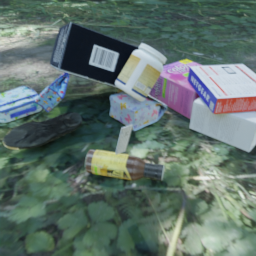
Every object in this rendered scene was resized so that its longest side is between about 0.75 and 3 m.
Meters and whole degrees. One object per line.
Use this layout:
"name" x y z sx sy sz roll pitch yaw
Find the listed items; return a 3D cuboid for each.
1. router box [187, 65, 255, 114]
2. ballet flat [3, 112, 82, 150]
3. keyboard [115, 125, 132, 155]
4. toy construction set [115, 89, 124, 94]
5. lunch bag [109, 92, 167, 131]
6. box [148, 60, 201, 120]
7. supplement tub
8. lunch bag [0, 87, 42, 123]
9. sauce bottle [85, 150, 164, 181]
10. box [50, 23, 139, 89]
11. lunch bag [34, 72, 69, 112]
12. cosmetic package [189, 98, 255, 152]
"router box" 3.764 -1.533 10.398 2.336 0.636 2.602 -4 36 -9
"ballet flat" -2.928 0.174 9.942 2.859 0.812 0.950 -19 76 -29
"keyboard" -0.104 0.291 6.562 0.286 1.017 0.054 -15 55 -24
"toy construction set" -0.258 -1.711 12.832 0.718 0.661 0.860 15 -10 0
"lunch bag" 0.407 -0.878 11.256 1.854 1.179 1.572 -20 39 -35
"box" 2.712 -1.837 12.535 2.408 1.323 2.737 -22 39 -30
"supplement tub" 0.469 -1.992 10.133 1.278 1.770 1.278 32 8 -5
"lunch bag" -4.712 -1.001 11.800 1.913 0.789 1.538 -24 43 -31
"sauce bottle" -0.109 1.170 8.468 2.364 0.765 0.765 7 34 13
"box" -1.469 -2.909 11.648 2.950 1.828 2.900 13 8 -25
"lunch bag" -2.297 -1.218 8.850 0.893 0.558 1.187 -34 27 36
"cosmetic package" 3.527 -0.217 10.193 2.368 1.201 0.844 26 40 32
